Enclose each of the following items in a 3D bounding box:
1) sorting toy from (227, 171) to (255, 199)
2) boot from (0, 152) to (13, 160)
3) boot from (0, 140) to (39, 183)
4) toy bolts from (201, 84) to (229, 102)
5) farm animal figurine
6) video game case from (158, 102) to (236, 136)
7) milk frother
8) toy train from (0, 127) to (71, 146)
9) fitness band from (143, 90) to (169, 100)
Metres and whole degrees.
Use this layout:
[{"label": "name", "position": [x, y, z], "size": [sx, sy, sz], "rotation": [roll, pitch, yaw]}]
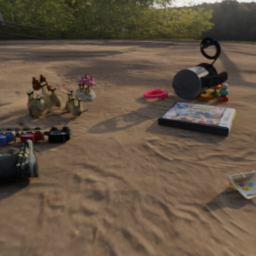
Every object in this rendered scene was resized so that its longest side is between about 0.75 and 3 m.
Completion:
[{"label": "sorting toy", "position": [2.863, 1.432, 6.780], "size": [0.762, 0.407, 0.686], "rotation": [-5, 33, -11]}, {"label": "boot", "position": [-3.699, 0.983, 7.984], "size": [0.970, 0.328, 0.633], "rotation": [4, 26, 28]}, {"label": "boot", "position": [-3.218, 0.919, 7.631], "size": [1.362, 0.651, 1.804], "rotation": [-12, 25, -20]}, {"label": "toy bolts", "position": [4.416, -1.869, 14.084], "size": [1.223, 0.888, 1.280], "rotation": [-11, 25, -25]}, {"label": "farm animal figurine", "position": [-2.844, -1.259, 12.279], "size": [2.778, 1.397, 2.243], "rotation": [1, 41, -6]}, {"label": "video game case", "position": [2.856, -0.453, 11.360], "size": [2.655, 0.339, 2.400], "rotation": [10, 25, 24]}, {"label": "milk frother", "position": [3.639, -3.114, 14.478], "size": [2.367, 2.623, 2.467], "rotation": [-20, 5, 40]}, {"label": "toy train", "position": [-3.309, 0.301, 9.435], "size": [2.755, 0.470, 0.631], "rotation": [-2, 34, -6]}, {"label": "fitness band", "position": [1.457, -1.727, 14.605], "size": [1.086, 0.283, 1.513], "rotation": [14, 25, 36]}]
